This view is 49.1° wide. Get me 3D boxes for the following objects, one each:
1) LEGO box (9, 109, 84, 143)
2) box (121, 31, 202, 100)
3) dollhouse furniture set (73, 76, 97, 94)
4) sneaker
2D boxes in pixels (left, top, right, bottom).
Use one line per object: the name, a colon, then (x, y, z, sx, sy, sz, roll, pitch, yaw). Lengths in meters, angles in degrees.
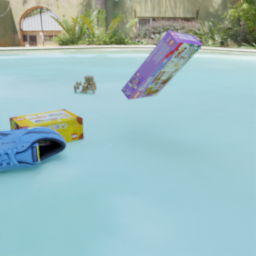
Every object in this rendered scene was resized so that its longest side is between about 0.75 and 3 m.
LEGO box: (-2.470, 0.010, 8.527, 1.829, 0.706, 1.362, -13, 22, -33)
box: (0.897, -1.620, 7.587, 1.424, 2.081, 0.407, -15, 64, -51)
dollhouse furniture set: (-2.275, -2.226, 15.599, 1.114, 0.844, 1.271, 4, 41, 12)
sneaker: (-2.781, 0.566, 6.517, 2.767, 0.912, 1.085, -14, 20, -38)
